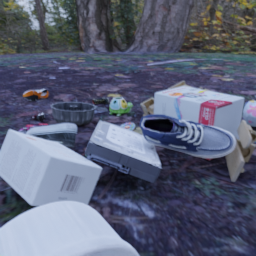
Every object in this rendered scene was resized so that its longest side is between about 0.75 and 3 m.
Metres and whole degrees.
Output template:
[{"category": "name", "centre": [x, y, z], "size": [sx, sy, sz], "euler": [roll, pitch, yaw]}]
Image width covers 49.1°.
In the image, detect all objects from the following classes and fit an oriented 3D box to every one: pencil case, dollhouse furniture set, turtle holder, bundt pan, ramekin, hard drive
[{"category": "pencil case", "centre": [5.848, -0.386, 11.039], "size": [2.475, 1.029, 1.123], "euler": [20, 50, 42]}, {"category": "dollhouse furniture set", "centre": [2.181, -0.548, 11.836], "size": [2.418, 1.520, 2.734], "euler": [-29, 25, -6]}, {"category": "turtle holder", "centre": [-0.398, -1.007, 13.214], "size": [0.821, 0.768, 1.081], "euler": [-12, 23, -32]}, {"category": "bundt pan", "centre": [-2.324, -0.586, 11.968], "size": [1.927, 0.723, 1.927], "euler": [3, 15, -1]}, {"category": "dollhouse furniture set", "centre": [3.923, 0.661, 7.668], "size": [1.788, 1.700, 1.456], "euler": [17, 27, 5]}, {"category": "ramekin", "centre": [-0.873, 1.826, 3.351], "size": [1.926, 1.926, 0.939], "euler": [-12, 34, -31]}, {"category": "hard drive", "centre": [-0.129, 0.529, 7.918], "size": [1.893, 0.513, 2.709], "euler": [21, 12, -4]}]

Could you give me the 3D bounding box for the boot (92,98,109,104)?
[{"category": "boot", "centre": [-1.461, -1.404, 14.994], "size": [0.706, 0.337, 0.934], "euler": [-12, 17, -25]}]

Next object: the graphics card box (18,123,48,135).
[{"category": "graphics card box", "centre": [-3.627, 0.163, 10.613], "size": [0.785, 0.318, 1.251], "euler": [4, 21, 9]}]

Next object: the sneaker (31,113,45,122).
[{"category": "sneaker", "centre": [-4.034, -0.436, 12.362], "size": [0.524, 0.343, 0.906], "euler": [-6, 10, -2]}]

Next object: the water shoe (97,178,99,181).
[{"category": "water shoe", "centre": [-1.272, 1.222, 7.533], "size": [0.984, 0.388, 0.352], "euler": [2, 20, 6]}]

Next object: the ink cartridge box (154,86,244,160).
[{"category": "ink cartridge box", "centre": [2.323, -0.296, 9.691], "size": [1.804, 1.796, 2.483], "euler": [-17, 26, -40]}]

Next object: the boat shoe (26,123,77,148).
[{"category": "boat shoe", "centre": [-2.586, 0.425, 9.025], "size": [2.361, 0.837, 0.851], "euler": [-13, -20, 40]}]

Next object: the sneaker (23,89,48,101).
[{"category": "sneaker", "centre": [-5.406, -1.862, 16.033], "size": [0.761, 0.627, 1.655], "euler": [3, 11, 30]}]

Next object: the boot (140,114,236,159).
[{"category": "boot", "centre": [1.596, 0.222, 7.539], "size": [2.600, 0.946, 1.174], "euler": [6, -13, 12]}]

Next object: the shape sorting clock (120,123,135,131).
[{"category": "shape sorting clock", "centre": [-0.110, 0.041, 10.814], "size": [0.789, 0.155, 0.789], "euler": [-19, 27, 10]}]

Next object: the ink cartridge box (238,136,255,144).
[{"category": "ink cartridge box", "centre": [4.140, 0.332, 10.064], "size": [0.863, 0.363, 0.624], "euler": [-9, 22, -25]}]

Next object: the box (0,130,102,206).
[{"category": "box", "centre": [-1.875, 0.942, 6.453], "size": [1.956, 1.040, 1.489], "euler": [20, -2, 43]}]
